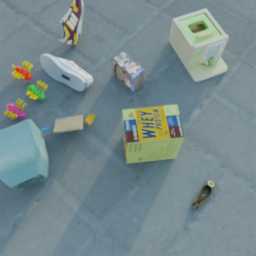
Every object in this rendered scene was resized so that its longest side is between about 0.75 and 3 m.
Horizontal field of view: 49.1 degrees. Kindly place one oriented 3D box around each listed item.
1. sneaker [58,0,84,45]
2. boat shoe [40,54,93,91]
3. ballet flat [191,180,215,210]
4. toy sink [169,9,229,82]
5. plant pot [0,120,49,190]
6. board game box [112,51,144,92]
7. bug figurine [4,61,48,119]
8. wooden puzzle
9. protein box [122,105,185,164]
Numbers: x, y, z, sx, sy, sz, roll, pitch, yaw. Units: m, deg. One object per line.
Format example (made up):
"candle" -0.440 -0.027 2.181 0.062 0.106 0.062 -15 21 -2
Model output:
"sneaker" -2.590 -4.858 12.538 0.986 2.189 0.820 -1 20 -26
"boat shoe" -2.655 -2.519 12.222 2.587 0.917 0.903 30 41 17
"ballet flat" 2.735 2.407 10.131 0.443 0.305 1.314 39 71 16
"toy sink" 3.202 -3.659 12.306 1.727 1.484 2.649 -20 67 -9
"plant pot" -3.805 1.120 9.962 1.851 1.846 1.885 -24 74 -11
"board game box" 0.001 -2.393 11.956 0.641 1.056 1.324 -41 71 -16
"bug figurine" -4.730 -1.423 11.707 2.143 0.711 2.764 36 66 9
"wooden puzzle" -2.318 -0.119 11.045 1.945 0.227 1.312 -4 28 3
"protein box" 0.814 0.274 10.203 1.941 1.927 1.309 -6 63 -4
